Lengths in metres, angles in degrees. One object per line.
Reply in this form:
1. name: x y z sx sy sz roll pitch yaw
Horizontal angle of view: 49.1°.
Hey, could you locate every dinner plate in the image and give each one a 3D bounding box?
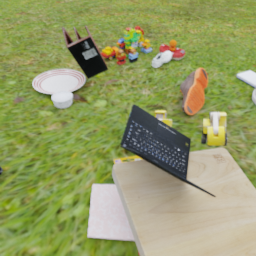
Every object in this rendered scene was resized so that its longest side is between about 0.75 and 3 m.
1. dinner plate: -2.807 -1.848 11.474 2.120 0.257 2.120 0 39 0

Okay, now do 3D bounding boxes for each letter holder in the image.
1. letter holder: -1.631 -3.021 10.663 0.919 1.827 1.299 -24 58 5

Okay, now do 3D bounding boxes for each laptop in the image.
1. laptop: 0.782 0.336 5.421 1.632 0.951 1.841 31 48 -15

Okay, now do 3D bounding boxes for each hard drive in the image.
1. hard drive: 5.302 -2.009 11.749 0.814 0.156 1.233 -18 41 -21

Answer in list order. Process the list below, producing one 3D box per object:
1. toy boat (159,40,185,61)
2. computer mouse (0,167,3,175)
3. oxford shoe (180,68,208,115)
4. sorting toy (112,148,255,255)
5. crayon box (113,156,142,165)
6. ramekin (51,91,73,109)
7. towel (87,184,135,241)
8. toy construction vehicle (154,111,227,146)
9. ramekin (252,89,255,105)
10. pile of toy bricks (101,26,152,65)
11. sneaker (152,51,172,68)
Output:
1. toy boat: 2.121 -3.816 13.507 1.271 0.831 0.829 20 42 23
2. computer mouse: -4.504 1.354 6.939 1.589 0.605 2.295 24 44 10
3. oxford shoe: 2.331 -1.273 10.436 0.834 0.816 2.288 -15 35 42
4. sorting toy: 1.362 1.927 5.698 2.856 0.994 2.838 -6 45 -20
5. crayon box: 0.113 1.337 7.265 0.801 0.329 1.274 -8 45 -9
6. ramekin: -2.413 -1.024 10.331 0.770 0.359 0.770 0 39 0
7. towel: -0.289 1.918 6.423 1.197 0.202 1.254 2 59 2
8. toy construction vehicle: 1.400 -0.065 7.298 2.281 0.923 2.620 4 12 18
9. ramekin: 5.661 -1.353 10.226 1.921 1.008 1.921 0 38 0
10. pile of toy bricks: 0.079 -4.166 13.518 2.767 1.366 1.535 -30 47 -32
11. sneaker: 1.587 -3.263 12.859 0.465 0.547 1.236 36 62 25
